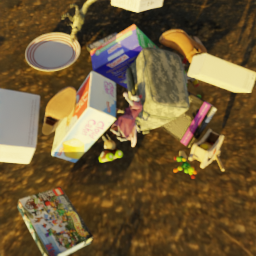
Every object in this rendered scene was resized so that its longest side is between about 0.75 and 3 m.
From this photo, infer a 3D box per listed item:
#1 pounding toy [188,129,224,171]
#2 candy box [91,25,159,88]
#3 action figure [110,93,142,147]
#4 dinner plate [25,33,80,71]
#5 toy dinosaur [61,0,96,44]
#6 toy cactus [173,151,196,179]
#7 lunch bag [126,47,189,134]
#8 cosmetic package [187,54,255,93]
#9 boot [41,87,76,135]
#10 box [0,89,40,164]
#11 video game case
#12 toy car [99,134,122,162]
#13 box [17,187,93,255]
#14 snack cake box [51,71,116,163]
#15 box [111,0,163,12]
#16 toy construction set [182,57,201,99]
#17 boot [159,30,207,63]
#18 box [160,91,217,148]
[{"bbox_3d":[2.779,0.731,9.009,1.041,1.038,1.815,29,20,26],"label":"pounding toy"},{"bbox_3d":[0.068,-2.527,10.515,1.970,2.330,0.898,-22,71,26],"label":"candy box"},{"bbox_3d":[0.099,-0.353,8.193,1.093,0.984,1.468,32,75,-2],"label":"action figure"},{"bbox_3d":[-3.414,-3.423,12.790,2.452,0.297,2.452,0,56,1],"label":"dinner plate"},{"bbox_3d":[-1.809,-3.925,9.830,0.802,1.819,0.432,15,27,-43],"label":"toy dinosaur"},{"bbox_3d":[1.691,1.081,8.576,0.506,0.990,0.817,-37,36,28],"label":"toy cactus"},{"bbox_3d":[0.805,-1.197,9.510,1.639,1.973,2.352,2,67,-25],"label":"lunch bag"},{"bbox_3d":[2.466,-1.418,7.408,1.529,0.791,0.559,17,94,-15],"label":"cosmetic package"},{"bbox_3d":[-2.181,-0.684,8.967,0.701,1.996,1.459,34,20,-16],"label":"boot"},{"bbox_3d":[-3.970,-0.068,8.875,2.001,1.308,1.990,9,60,-24],"label":"box"},{"bbox_3d":[-0.713,-3.542,12.894,1.693,0.239,1.874,-32,62,-19],"label":"video game case"},{"bbox_3d":[-0.617,0.599,8.540,0.617,0.643,0.782,-15,86,-31],"label":"toy car"},{"bbox_3d":[-2.159,2.765,8.250,1.387,0.383,2.031,-13,48,-43],"label":"box"},{"bbox_3d":[-1.476,-0.268,9.164,0.928,2.762,1.589,23,45,-25],"label":"snack cake box"},{"bbox_3d":[0.383,-4.524,8.553,1.020,1.561,1.553,27,39,24],"label":"box"},{"bbox_3d":[2.141,-2.083,10.618,1.464,1.349,1.755,5,72,-1],"label":"toy construction set"},{"bbox_3d":[2.002,-2.583,9.639,1.808,0.693,1.404,5,56,-32],"label":"boot"},{"bbox_3d":[1.785,-0.562,9.952,2.233,0.403,1.597,39,109,33],"label":"box"}]
